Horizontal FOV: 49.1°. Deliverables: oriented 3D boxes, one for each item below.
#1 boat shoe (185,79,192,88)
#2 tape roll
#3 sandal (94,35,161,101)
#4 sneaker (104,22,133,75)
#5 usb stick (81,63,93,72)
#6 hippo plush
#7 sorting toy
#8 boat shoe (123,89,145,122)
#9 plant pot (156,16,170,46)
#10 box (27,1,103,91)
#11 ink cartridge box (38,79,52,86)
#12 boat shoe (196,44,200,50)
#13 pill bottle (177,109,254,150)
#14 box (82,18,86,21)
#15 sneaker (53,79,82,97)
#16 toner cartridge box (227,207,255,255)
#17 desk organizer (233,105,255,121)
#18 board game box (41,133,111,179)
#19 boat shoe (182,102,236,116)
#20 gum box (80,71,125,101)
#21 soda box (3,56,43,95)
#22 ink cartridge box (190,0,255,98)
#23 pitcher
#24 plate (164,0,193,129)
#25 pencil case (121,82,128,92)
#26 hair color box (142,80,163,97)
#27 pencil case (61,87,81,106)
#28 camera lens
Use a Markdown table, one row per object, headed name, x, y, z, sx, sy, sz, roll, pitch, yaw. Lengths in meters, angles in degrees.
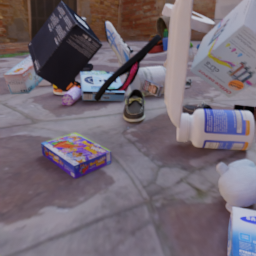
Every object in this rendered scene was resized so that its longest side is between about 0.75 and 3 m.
| name | x | y | z | sx | sy | sz | roll | pitch | yaw |
| --- | --- | --- | --- | --- | --- | --- | --- | --- | --- |
| boat shoe | 3.751 | -2.797 | 17.522 | 0.455 | 0.421 | 1.231 | 12 | 25 | 28 |
| tape roll | 2.598 | -4.751 | 12.122 | 2.319 | 0.424 | 2.319 | 14 | 32 | -9 |
| sandal | 0.058 | -1.715 | 8.694 | 2.811 | 0.634 | 1.056 | -41 | 8 | 8 |
| sneaker | -0.267 | -2.937 | 10.194 | 0.730 | 2.016 | 0.724 | -26 | 14 | 9 |
| usb stick | -2.355 | -2.614 | 12.227 | 1.663 | 0.271 | 0.461 | 1 | 53 | 8 |
| hippo plush | 3.098 | 1.411 | 6.173 | 1.921 | 1.903 | 2.390 | -22 | -3 | 28 |
| sorting toy | 1.428 | -3.117 | 10.055 | 1.716 | 0.705 | 1.031 | -5 | 10 | 13 |
| boat shoe | 0.281 | -1.049 | 12.687 | 0.977 | 0.826 | 2.742 | 1 | 22 | 2 |
| plant pot | 1.772 | -3.730 | 10.667 | 1.043 | 1.202 | 1.202 | -18 | 25 | -10 |
| box | -1.885 | -2.378 | 8.077 | 0.999 | 1.747 | 1.919 | 31 | 20 | -42 |
| ink cartridge box | -4.868 | -3.305 | 18.244 | 1.932 | 0.809 | 1.402 | -5 | 23 | -13 |
| boat shoe | 2.531 | -2.431 | 8.795 | 0.771 | 0.325 | 0.265 | 36 | 13 | 15 |
| pill bottle | 2.846 | 0.034 | 9.407 | 2.340 | 1.311 | 1.311 | 3 | 22 | 7 |
| box | -2.058 | -3.389 | 9.908 | 1.000 | 0.995 | 0.653 | 13 | 36 | 10 |
| sneaker | -3.040 | -2.370 | 15.615 | 2.365 | 1.064 | 0.827 | 1 | 22 | 2 |
| toner cartridge box | 3.262 | 2.295 | 4.718 | 2.961 | 0.639 | 1.407 | 7 | 23 | 17 |
| desk organizer | 5.228 | -0.652 | 12.148 | 1.304 | 0.502 | 0.468 | 8 | 23 | 19 |
| board game box | -1.640 | 0.785 | 8.708 | 1.306 | 0.435 | 1.943 | -19 | 29 | -39 |
| boat shoe | 3.349 | -0.685 | 11.725 | 1.014 | 0.875 | 2.790 | -15 | 27 | -33 |
| gum box | -1.468 | -2.323 | 15.218 | 2.166 | 0.568 | 2.549 | 0 | 36 | -13 |
| soda box | -3.990 | -2.306 | 11.508 | 0.808 | 0.869 | 2.541 | -1 | 32 | 13 |
| ink cartridge box | 2.975 | -2.082 | 7.364 | 1.511 | 2.079 | 1.504 | 32 | 62 | -10 |
| pitcher | 2.149 | -2.561 | 11.165 | 1.257 | 1.078 | 0.762 | -37 | 28 | 10 |
| plate | 1.242 | -1.780 | 6.800 | 0.466 | 2.884 | 2.878 | 5 | 22 | 10 |
| pencil case | -0.641 | -2.546 | 16.745 | 1.399 | 0.612 | 0.612 | 18 | 28 | 38 |
| hair color box | 0.916 | -1.502 | 10.529 | 0.244 | 0.398 | 0.804 | -4 | 28 | -40 |
| pencil case | -2.895 | -1.620 | 14.436 | 0.650 | 0.662 | 1.548 | 41 | 24 | -6 |
| camera lens | 1.210 | -2.582 | 15.494 | 1.919 | 1.535 | 1.535 | -9 | 24 | -23 |
